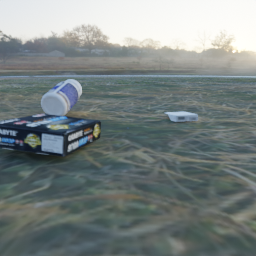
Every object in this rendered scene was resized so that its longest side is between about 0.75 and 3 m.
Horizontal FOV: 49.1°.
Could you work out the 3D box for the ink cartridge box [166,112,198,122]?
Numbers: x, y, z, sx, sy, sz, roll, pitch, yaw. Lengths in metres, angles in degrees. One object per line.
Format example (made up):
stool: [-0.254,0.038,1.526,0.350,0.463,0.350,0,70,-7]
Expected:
ink cartridge box: [1.635,-0.355,8.741,0.736,0.258,0.906,-4,6,-16]

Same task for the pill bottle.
pill bottle: [-2.145,-1.027,9.288,0.865,0.865,1.495,4,31,15]

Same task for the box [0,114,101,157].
box: [-1.567,0.079,5.729,1.530,0.443,1.925,7,10,13]
